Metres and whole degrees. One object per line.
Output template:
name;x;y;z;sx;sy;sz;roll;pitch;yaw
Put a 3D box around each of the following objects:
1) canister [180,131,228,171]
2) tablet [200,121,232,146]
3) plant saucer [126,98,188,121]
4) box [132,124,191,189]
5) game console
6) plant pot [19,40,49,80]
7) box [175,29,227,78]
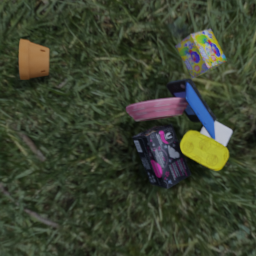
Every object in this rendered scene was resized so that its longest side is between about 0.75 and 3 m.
canister;2.518;0.819;9.139;1.406;1.894;0.820;29;89;22
tablet;3.144;0.591;10.618;1.102;0.116;1.693;28;81;-2
plant saucer;0.958;-0.564;9.161;2.041;2.041;0.517;-7;88;-1
box;1.137;0.957;9.722;1.090;1.255;1.900;-23;95;-21
game console;2.013;-0.562;9.146;1.852;1.581;1.096;51;63;-24
plant pot;-3.544;-2.537;10.638;1.028;1.469;1.469;2;80;-17
box;2.402;-2.440;9.200;1.168;0.739;1.212;-27;90;-37
